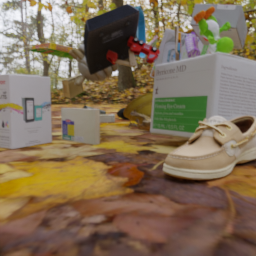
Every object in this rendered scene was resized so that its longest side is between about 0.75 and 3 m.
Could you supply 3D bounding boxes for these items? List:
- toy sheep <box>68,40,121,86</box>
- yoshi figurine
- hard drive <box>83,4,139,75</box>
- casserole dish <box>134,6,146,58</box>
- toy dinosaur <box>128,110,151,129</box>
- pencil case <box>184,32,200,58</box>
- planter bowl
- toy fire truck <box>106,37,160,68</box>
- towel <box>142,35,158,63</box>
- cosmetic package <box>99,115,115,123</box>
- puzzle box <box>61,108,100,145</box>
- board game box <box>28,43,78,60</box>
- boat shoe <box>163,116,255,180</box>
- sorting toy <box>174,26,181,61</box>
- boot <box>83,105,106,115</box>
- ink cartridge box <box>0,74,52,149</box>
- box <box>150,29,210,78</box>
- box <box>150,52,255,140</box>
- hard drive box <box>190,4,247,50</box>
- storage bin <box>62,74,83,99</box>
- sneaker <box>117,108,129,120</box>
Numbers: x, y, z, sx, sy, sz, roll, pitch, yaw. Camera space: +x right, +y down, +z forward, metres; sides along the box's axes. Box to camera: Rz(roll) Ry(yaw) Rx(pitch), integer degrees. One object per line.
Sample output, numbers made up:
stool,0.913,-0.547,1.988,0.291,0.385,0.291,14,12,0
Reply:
toy sheep,-1.160,-2.743,10.768,1.903,2.760,1.903,39,-4,3
yoshi figurine,2.579,-2.720,8.128,0.883,1.571,0.879,-25,6,22
hard drive,-0.571,-2.548,8.276,1.650,0.518,2.446,-27,-11,-12
casserole dish,0.289,-3.618,10.849,0.576,1.798,2.968,0,13,9
toy dinosaur,0.792,-0.188,11.711,1.390,0.800,2.748,18,4,9
pencil case,2.420,-3.070,10.491,0.499,1.190,0.509,13,-41,-14
planter bowl,0.872,-0.663,12.670,2.044,0.851,2.044,-20,-24,-9
toy fire truck,0.148,-2.128,8.200,1.343,0.947,0.327,27,-8,3
towel,1.125,-4.090,14.584,0.199,0.973,1.330,37,-22,10
cosmetic package,-1.287,-0.502,14.890,1.112,0.395,0.585,-1,6,-10
puzzle box,-1.435,-0.079,8.281,1.518,1.010,0.193,6,9,39
board game box,-2.707,-3.045,11.155,1.087,0.341,2.276,4,8,35
boat shoe,1.651,0.248,5.277,1.025,0.961,2.779,8,13,44
sorting toy,2.119,-3.350,11.863,0.259,1.422,1.316,-2,-22,10
boot,-2.168,-1.038,18.338,1.551,0.804,2.374,5,7,-11
ink cartridge box,-3.167,-0.506,7.918,1.410,1.922,1.403,4,7,31
box,2.623,-3.319,13.890,2.204,2.498,1.208,29,19,30
box,2.284,-0.690,7.688,2.442,2.092,2.430,4,2,-31
hard drive box,3.378,-3.671,10.270,1.607,0.792,2.063,16,3,27
storage bin,-2.480,-1.880,12.535,0.414,0.878,0.884,21,38,28
sneaker,-0.002,-0.803,16.328,1.984,0.753,0.901,4,13,42
